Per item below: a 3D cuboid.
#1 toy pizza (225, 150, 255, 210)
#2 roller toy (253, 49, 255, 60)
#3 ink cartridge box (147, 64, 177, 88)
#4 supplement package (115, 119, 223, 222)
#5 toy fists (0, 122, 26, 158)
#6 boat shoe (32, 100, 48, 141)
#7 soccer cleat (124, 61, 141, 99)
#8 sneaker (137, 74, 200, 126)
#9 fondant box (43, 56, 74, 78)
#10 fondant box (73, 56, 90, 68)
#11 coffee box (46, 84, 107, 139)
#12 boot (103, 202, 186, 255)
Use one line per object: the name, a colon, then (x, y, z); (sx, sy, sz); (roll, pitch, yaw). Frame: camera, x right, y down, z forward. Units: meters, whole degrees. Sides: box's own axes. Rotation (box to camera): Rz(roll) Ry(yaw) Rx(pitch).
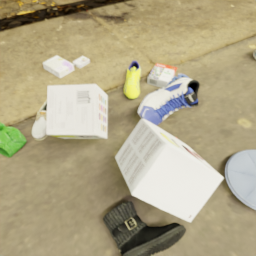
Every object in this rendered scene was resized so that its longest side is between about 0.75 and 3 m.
toy pizza: (4.827, 1.911, 10.079); (2.665, 0.422, 2.665); (0, 47, 0)
roller toy: (7.625, -4.190, 15.746); (0.985, 0.755, 1.080); (36, 59, 17)
ink cartridge box: (1.847, -2.906, 14.676); (1.076, 0.497, 1.976); (18, 50, 16)
supplement package: (1.127, 1.207, 8.625); (2.207, 1.697, 2.308); (30, 9, -22)
toy fists: (-5.186, 0.329, 11.394); (2.182, 0.750, 1.112); (19, 48, 19)
boat shoe: (-3.656, -0.429, 12.121); (0.800, 0.732, 2.142); (3, 46, 3)
soccer cleat: (0.208, -2.406, 13.838); (0.784, 1.015, 2.426); (3, 46, 3)
sneaker: (1.807, -1.126, 11.207); (2.862, 1.156, 1.653); (-42, 24, -11)
fondant box: (-3.764, -3.313, 15.147); (1.396, 0.406, 1.007); (32, 54, 26)
fondant box: (-2.610, -3.660, 15.609); (0.557, 0.225, 0.772); (31, 54, 26)
coffee box: (-1.745, -0.501, 9.991); (1.713, 1.694, 1.710); (-1, 83, 9)
boot: (0.484, 3.012, 8.708); (2.241, 0.843, 1.676); (-17, 48, -15)
